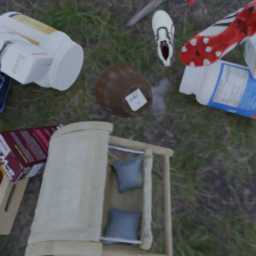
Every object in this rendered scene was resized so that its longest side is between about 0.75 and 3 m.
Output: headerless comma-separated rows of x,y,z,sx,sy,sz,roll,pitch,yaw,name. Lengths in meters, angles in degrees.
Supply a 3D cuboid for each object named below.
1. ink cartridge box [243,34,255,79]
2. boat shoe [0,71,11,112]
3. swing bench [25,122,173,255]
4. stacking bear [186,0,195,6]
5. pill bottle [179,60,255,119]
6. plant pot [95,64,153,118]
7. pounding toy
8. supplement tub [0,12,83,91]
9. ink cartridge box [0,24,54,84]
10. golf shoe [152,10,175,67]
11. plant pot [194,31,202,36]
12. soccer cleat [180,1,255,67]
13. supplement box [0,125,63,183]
3.946,-2.186,8.491,0.503,0.835,1.149,-6,51,6,ink cartridge box
-4.673,-1.651,9.925,1.046,0.853,2.486,-12,58,-9,boat shoe
-0.455,1.406,5.800,2.530,1.642,2.517,25,52,-31,swing bench
1.104,-3.436,6.814,1.162,0.706,0.661,-7,73,-17,stacking bear
3.288,-1.430,9.570,2.855,1.602,1.602,17,69,7,pill bottle
0.003,-0.818,6.988,1.436,1.536,1.436,-5,108,-15,plant pot
-4.280,2.085,7.996,2.408,1.860,2.616,11,68,5,pounding toy
-3.181,-2.635,9.839,2.760,1.993,1.993,27,70,11,supplement tub
-3.089,-1.997,7.412,1.828,1.319,0.766,31,107,-3,ink cartridge box
0.876,-2.149,6.672,0.521,0.594,1.349,-10,101,12,golf shoe
2.873,-2.908,10.567,1.000,1.001,0.882,13,80,5,plant pot
2.674,-2.545,7.787,1.178,2.767,0.949,-38,97,-44,soccer cleat
-2.648,0.670,8.369,1.293,2.376,0.723,50,116,18,supplement box
